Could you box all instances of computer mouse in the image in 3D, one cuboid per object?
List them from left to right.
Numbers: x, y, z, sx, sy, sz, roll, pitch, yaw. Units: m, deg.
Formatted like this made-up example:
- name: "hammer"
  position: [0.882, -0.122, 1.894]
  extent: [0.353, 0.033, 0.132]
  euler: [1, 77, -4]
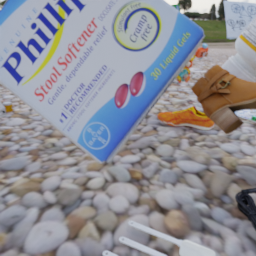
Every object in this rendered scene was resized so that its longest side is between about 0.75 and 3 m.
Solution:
- name: "computer mouse"
  position: [3.176, 1.580, 5.287]
  extent: [2.165, 0.498, 1.520]
  euler: [-10, 20, -5]

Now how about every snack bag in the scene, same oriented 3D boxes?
- name: "snack bag"
  position: [2.900, -2.715, 7.122]
  extent: [0.979, 1.039, 0.111]
  euler: [-2, -7, -14]

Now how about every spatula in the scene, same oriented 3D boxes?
- name: "spatula"
  position: [0.487, 2.041, 4.509]
  extent: [1.586, 0.127, 1.103]
  euler: [11, 28, 30]

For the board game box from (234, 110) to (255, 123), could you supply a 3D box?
- name: "board game box"
  position: [5.193, -0.621, 11.597]
  extent: [1.497, 0.194, 1.497]
  euler: [-9, 22, -25]

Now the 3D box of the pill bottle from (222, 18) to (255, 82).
- name: "pill bottle"
  position: [3.156, -1.891, 5.991]
  extent: [1.271, 2.254, 1.271]
  euler: [28, 31, -19]

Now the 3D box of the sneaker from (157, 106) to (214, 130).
- name: "sneaker"
  position: [2.109, -0.449, 10.275]
  extent: [2.086, 0.805, 0.761]
  euler: [5, 22, 18]

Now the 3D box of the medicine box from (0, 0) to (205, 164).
- name: "medicine box"
  position: [-0.663, -1.301, 5.055]
  extent: [2.893, 2.635, 1.489]
  euler: [38, 4, 3]

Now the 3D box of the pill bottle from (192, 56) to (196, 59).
- name: "pill bottle"
  position: [1.918, -2.377, 9.150]
  extent: [0.502, 0.502, 0.890]
  euler: [10, 27, 24]

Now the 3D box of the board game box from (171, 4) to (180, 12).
- name: "board game box"
  position: [1.566, -3.792, 12.055]
  extent: [1.791, 2.661, 0.387]
  euler: [-18, 16, -21]

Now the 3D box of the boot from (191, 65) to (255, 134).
- name: "boot"
  position: [2.155, -0.809, 5.487]
  extent: [0.630, 1.643, 1.275]
  euler: [23, 31, -51]

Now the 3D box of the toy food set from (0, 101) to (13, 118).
- name: "toy food set"
  position: [-5.683, -0.915, 11.143]
  extent: [1.112, 1.048, 2.329]
  euler: [7, 21, 19]

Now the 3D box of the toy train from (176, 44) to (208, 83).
- name: "toy train"
  position: [1.663, -1.559, 7.125]
  extent: [0.832, 1.108, 0.308]
  euler: [-17, 54, -30]
